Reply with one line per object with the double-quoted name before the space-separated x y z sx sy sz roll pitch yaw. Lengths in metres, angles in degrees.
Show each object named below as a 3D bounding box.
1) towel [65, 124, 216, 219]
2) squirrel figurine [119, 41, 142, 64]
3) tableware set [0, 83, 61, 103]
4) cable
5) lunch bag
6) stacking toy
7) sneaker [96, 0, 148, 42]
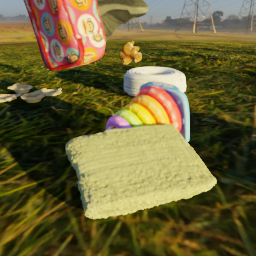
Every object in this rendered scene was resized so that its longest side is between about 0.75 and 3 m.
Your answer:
"towel" 0.217 0.692 5.201 2.473 0.451 1.834 -8 43 -21
"squirrel figurine" 0.103 -2.705 10.432 0.805 0.752 0.570 -39 5 20
"tableware set" -4.166 -1.431 11.512 2.668 0.310 2.229 3 21 10
"cable" 1.164 -1.979 12.046 2.695 0.933 2.695 -18 27 -38
"lunch bag" -1.877 -3.013 7.589 1.133 2.765 2.435 -26 19 -37
"stacking toy" 0.052 0.070 6.536 2.741 1.504 1.591 -30 34 -32
"sneaker" -0.540 -3.415 8.908 2.379 1.363 0.909 -18 57 -20
